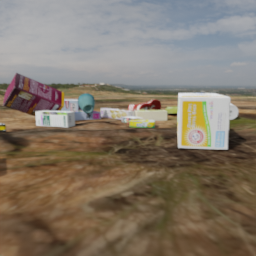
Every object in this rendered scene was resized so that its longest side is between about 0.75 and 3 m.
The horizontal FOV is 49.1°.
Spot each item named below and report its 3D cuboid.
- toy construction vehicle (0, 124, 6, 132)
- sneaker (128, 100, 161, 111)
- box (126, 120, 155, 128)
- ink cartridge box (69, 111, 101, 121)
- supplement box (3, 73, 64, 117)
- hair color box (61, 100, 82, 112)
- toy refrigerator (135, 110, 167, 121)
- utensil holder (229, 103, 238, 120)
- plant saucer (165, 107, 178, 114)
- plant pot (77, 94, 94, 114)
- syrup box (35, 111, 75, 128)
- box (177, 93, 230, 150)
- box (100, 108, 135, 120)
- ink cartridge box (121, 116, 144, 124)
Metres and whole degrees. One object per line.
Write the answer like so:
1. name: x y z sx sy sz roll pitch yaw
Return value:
1. toy construction vehicle: -4.835 -0.317 9.641 1.143 0.995 0.403 -5 17 -10
2. sneaker: 0.865 -1.237 16.426 1.333 0.904 2.308 8 10 38
3. box: 0.508 -0.172 11.290 1.137 0.275 0.667 4 9 8
4. ink cartridge box: -2.536 -0.600 13.739 2.096 0.440 1.251 -8 11 -33
5. supplement box: -4.009 -1.252 12.040 2.197 1.212 0.941 22 40 -33
6. hair color box: -3.778 -1.146 15.712 2.925 0.887 1.448 2 9 18
7. toy refrigerator: 1.090 -0.617 13.426 1.465 0.512 0.556 -2 9 -8
8. utensil holder: 5.015 -0.836 13.980 0.797 0.797 0.938 1 9 8
9. plant saucer: 3.259 -1.053 16.043 2.545 0.395 2.545 -1 4 0
10. plant pot: -1.955 -1.102 13.376 0.813 0.813 0.764 -3 39 -18
11. syrup box: -2.987 -0.374 11.462 1.528 0.602 0.622 3 9 19
12. box: 2.085 -0.290 8.176 1.254 1.392 2.475 1 9 9
13. box: -0.568 -0.689 14.097 0.449 0.480 2.319 -7 12 -39
14. ink cartridge box: 0.190 -0.329 12.244 0.597 0.276 1.096 -4 8 -26
